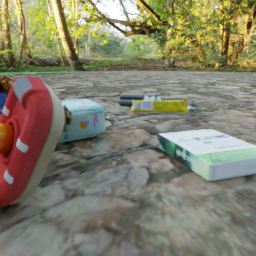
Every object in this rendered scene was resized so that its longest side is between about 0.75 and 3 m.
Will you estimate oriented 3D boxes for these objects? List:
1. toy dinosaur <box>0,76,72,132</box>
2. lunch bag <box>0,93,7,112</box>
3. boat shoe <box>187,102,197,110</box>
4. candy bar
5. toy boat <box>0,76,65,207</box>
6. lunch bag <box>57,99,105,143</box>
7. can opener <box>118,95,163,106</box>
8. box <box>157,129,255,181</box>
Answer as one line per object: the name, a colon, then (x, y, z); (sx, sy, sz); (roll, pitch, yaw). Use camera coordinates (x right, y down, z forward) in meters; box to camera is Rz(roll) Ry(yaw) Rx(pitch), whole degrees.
toy dinosaur: (-2.219, -0.427, 5.763); (2.155, 1.463, 1.101); (21, -30, -12)
lunch bag: (-3.551, -0.626, 8.746); (1.141, 1.111, 1.679); (-12, 4, 41)
boat shoe: (2.614, -0.910, 11.436); (0.281, 0.277, 0.780); (10, 12, 23)
candy bar: (1.186, -0.820, 10.674); (2.185, 0.545, 0.242); (0, 3, 1)
toy boat: (-1.761, 0.162, 3.771); (1.228, 1.879, 1.226); (13, 21, -41)
lunch bag: (-1.803, -0.248, 7.451); (2.123, 0.818, 1.702); (-10, 20, -24)
can opener: (0.531, -1.127, 12.269); (1.967, 0.518, 0.654); (6, -23, 20)
box: (1.712, 0.468, 5.858); (1.490, 0.375, 2.064); (-5, 13, -18)
